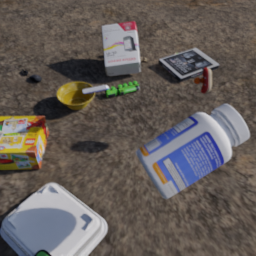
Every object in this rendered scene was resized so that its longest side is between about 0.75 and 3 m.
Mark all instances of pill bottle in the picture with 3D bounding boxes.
[{"bbox_3d":[1.580,0.509,6.860,2.514,1.409,1.409,-31,48,0],"label":"pill bottle"}]

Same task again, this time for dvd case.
[{"bbox_3d":[3.333,-3.528,15.497,2.690,0.333,2.022,-22,51,-22],"label":"dvd case"}]

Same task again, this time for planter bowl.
[{"bbox_3d":[-2.375,-1.345,12.982,1.752,0.730,1.752,0,44,0],"label":"planter bowl"}]

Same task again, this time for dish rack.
[{"bbox_3d":[-2.321,2.961,8.574,2.805,0.611,2.407,28,51,28],"label":"dish rack"}]

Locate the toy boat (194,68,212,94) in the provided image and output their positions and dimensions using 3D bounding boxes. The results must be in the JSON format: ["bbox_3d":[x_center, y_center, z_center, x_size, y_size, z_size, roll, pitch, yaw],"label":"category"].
[{"bbox_3d":[2.655,-1.682,10.018,0.590,0.902,0.589,-3,15,8],"label":"toy boat"}]

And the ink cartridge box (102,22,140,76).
[{"bbox_3d":[-0.365,-4.187,14.852,1.867,1.083,2.530,-7,71,3],"label":"ink cartridge box"}]

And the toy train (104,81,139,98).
[{"bbox_3d":[-0.269,-1.875,13.825,1.840,0.384,0.519,-16,56,-16],"label":"toy train"}]

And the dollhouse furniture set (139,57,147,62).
[{"bbox_3d":[0.062,-4.090,16.259,1.611,0.787,1.374,11,29,-29],"label":"dollhouse furniture set"}]

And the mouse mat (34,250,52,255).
[{"bbox_3d":[-1.861,4.583,6.773,2.659,0.100,2.140,26,67,23],"label":"mouse mat"}]

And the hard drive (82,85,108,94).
[{"bbox_3d":[-1.169,-1.398,10.269,0.834,0.160,1.265,-11,7,1],"label":"hard drive"}]

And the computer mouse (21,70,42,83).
[{"bbox_3d":[-5.162,-2.822,14.872,1.618,0.275,0.474,29,51,27],"label":"computer mouse"}]

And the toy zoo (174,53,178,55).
[{"bbox_3d":[3.074,-4.110,16.353,0.896,0.092,0.588,24,49,22],"label":"toy zoo"}]

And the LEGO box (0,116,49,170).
[{"bbox_3d":[-4.604,0.556,10.763,2.652,1.023,1.975,-1,44,-1],"label":"LEGO box"}]
